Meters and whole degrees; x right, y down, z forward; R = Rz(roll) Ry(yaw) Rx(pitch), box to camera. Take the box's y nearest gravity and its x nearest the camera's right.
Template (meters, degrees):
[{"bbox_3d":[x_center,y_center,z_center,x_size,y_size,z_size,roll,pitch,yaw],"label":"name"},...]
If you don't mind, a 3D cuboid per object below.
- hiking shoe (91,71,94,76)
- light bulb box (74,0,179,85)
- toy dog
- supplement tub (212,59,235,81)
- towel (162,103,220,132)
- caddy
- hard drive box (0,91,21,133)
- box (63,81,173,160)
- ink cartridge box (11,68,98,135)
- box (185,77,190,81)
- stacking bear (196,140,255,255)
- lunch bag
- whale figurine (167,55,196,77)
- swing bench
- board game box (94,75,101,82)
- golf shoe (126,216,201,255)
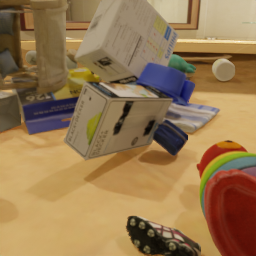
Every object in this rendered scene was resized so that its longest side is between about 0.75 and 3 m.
[{"bbox_3d":[-2.009,-1.716,11.186,0.841,1.118,2.222,8,23,19],"label":"hiking shoe"},{"bbox_3d":[0.035,-3.030,10.355,2.810,2.785,1.753,33,-20,-35],"label":"light bulb box"},{"bbox_3d":[-2.608,-2.285,10.488,2.255,1.487,1.086,-26,63,-37],"label":"toy dog"},{"bbox_3d":[5.053,-3.125,14.918,1.023,1.023,1.411,3,21,8],"label":"supplement tub"},{"bbox_3d":[1.788,-0.438,9.030,1.690,0.274,2.301,13,25,33],"label":"towel"},{"bbox_3d":[1.140,-1.275,8.938,1.955,1.026,1.382,28,0,43],"label":"caddy"},{"bbox_3d":[-4.822,-0.479,8.180,2.602,0.999,2.028,14,25,31],"label":"hard drive box"},{"bbox_3d":[-0.119,-0.205,6.193,0.721,1.399,2.399,36,23,29],"label":"box"},{"bbox_3d":[-2.185,-1.059,9.260,2.799,0.666,2.833,-13,37,-26],"label":"ink cartridge box"},{"bbox_3d":[1.286,-1.864,12.286,2.436,0.589,1.929,9,23,22],"label":"box"},{"bbox_3d":[1.703,0.901,4.280,1.490,1.395,2.453,-3,11,5],"label":"stacking bear"},{"bbox_3d":[0.983,0.180,6.587,0.796,0.541,0.527,40,71,14],"label":"lunch bag"},{"bbox_3d":[2.599,-3.237,14.778,2.036,1.328,2.560,19,28,40],"label":"whale figurine"},{"bbox_3d":[-3.132,-2.508,8.278,2.642,2.628,1.714,1,33,-8],"label":"swing bench"},{"bbox_3d":[-2.002,-2.609,14.624,1.165,0.277,0.592,19,28,40],"label":"board game box"},{"bbox_3d":[0.469,1.566,3.937,1.113,0.429,0.490,21,12,33],"label":"golf shoe"}]
